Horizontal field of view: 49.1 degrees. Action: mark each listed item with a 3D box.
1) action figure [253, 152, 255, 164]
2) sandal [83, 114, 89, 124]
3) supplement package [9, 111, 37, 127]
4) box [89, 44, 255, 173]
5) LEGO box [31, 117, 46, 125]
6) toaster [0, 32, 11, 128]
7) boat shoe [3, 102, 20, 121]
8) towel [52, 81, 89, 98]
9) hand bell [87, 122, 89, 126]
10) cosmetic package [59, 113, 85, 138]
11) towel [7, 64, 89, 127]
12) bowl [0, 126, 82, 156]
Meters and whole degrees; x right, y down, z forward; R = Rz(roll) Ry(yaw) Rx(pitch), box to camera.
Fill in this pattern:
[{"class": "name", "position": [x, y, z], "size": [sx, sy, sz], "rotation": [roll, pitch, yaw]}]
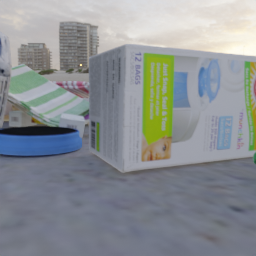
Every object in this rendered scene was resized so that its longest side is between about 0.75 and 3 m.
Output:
[{"class": "action figure", "position": [2.148, 0.323, 2.838], "size": [1.698, 1.003, 0.464], "rotation": [-5, 15, 45]}, {"class": "sandal", "position": [-2.055, -0.514, 9.156], "size": [2.485, 0.611, 1.011], "rotation": [10, 23, 42]}, {"class": "supplement package", "position": [-3.181, -0.289, 8.509], "size": [0.448, 0.449, 0.766], "rotation": [5, 9, 17]}, {"class": "box", "position": [0.931, -0.362, 4.540], "size": [2.863, 1.611, 1.451], "rotation": [-2, 8, -25]}, {"class": "LEGO box", "position": [-2.357, -0.369, 8.239], "size": [0.855, 0.330, 0.637], "rotation": [7, 25, -13]}, {"class": "toaster", "position": [-3.518, -1.008, 5.658], "size": [1.913, 1.683, 2.962], "rotation": [1, -38, -31]}, {"class": "boat shoe", "position": [-3.621, -0.887, 9.640], "size": [2.193, 0.808, 0.758], "rotation": [-19, -25, 2]}, {"class": "towel", "position": [-2.349, -1.461, 10.357], "size": [2.707, 0.405, 1.981], "rotation": [3, -2, 11]}, {"class": "hand bell", "position": [-0.542, -0.519, 6.462], "size": [0.551, 1.058, 0.551], "rotation": [16, 13, -4]}, {"class": "cosmetic package", "position": [-1.309, -0.069, 6.470], "size": [0.559, 0.402, 0.990], "rotation": [9, 8, -14]}, {"class": "towel", "position": [-2.561, -0.980, 8.106], "size": [2.775, 0.325, 2.116], "rotation": [29, 28, 7]}, {"class": "bowl", "position": [-1.652, 0.192, 5.130], "size": [1.602, 0.314, 1.602], "rotation": [2, 6, 0]}]
